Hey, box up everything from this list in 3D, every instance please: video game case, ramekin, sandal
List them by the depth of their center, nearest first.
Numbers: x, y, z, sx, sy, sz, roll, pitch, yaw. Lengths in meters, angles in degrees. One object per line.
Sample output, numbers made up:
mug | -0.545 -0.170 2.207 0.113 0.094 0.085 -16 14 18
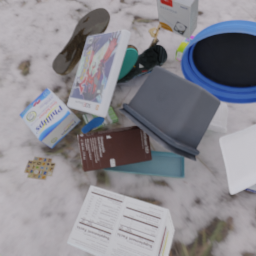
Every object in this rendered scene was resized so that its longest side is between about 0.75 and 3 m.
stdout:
video game case | -0.904 -1.522 7.772 2.055 0.259 2.255 17 89 53
ramekin | 2.016 -0.444 8.046 1.768 1.768 0.823 15 94 10
sandal | 0.842 -3.195 9.349 0.347 0.387 1.054 23 46 -4

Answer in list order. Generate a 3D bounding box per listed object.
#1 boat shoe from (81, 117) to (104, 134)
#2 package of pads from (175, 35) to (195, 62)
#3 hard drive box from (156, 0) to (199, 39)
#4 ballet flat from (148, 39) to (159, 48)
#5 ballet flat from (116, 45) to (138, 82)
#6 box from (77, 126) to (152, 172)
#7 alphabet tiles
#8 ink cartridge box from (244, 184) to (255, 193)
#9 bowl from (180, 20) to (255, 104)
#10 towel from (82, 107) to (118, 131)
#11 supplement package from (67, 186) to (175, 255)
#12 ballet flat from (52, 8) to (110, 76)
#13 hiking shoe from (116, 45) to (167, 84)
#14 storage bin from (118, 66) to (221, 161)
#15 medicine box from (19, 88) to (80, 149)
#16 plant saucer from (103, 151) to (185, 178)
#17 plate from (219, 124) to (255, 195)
boat shoe | -0.985 -0.126 7.823 0.755 0.259 0.318 -25 99 16
package of pads | 2.770 -2.957 10.996 1.613 0.550 1.246 23 59 15
hard drive box | 1.636 -3.851 9.263 1.226 1.573 0.604 29 78 20
ballet flat | 0.821 -3.003 10.462 0.220 0.948 0.319 44 51 -3
ballet flat | -0.795 -1.713 9.033 0.947 2.786 0.953 26 30 -36
box | -0.393 0.568 8.073 2.008 0.752 1.006 -10 99 -10
alphabet tiles | -2.681 1.221 8.513 0.859 0.027 0.715 6 56 4
ink cartridge box | 4.080 1.280 7.801 1.359 0.300 1.384 13 62 46
bowl | 2.895 -1.695 7.629 2.875 2.875 0.564 16 65 11
towel | -0.941 -0.343 9.415 1.049 0.161 0.783 -19 50 -12
supplement package | 0.012 2.377 6.143 1.711 2.197 1.218 13 65 19
ballet flat | -1.686 -3.094 10.272 0.980 0.675 2.910 40 96 13
hiking shoe | 0.184 -2.154 10.271 2.620 1.136 0.975 -15 86 6
storage bin | 1.154 -0.447 7.051 1.539 1.668 2.292 -58 41 10
medicine box | -2.448 -0.307 8.758 1.254 0.709 1.377 -45 62 -4
plant saucer | 0.493 1.066 8.497 2.409 0.229 0.842 6 54 3
plate | 2.856 0.694 6.779 1.448 0.234 1.445 -18 100 -17
